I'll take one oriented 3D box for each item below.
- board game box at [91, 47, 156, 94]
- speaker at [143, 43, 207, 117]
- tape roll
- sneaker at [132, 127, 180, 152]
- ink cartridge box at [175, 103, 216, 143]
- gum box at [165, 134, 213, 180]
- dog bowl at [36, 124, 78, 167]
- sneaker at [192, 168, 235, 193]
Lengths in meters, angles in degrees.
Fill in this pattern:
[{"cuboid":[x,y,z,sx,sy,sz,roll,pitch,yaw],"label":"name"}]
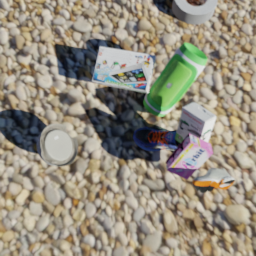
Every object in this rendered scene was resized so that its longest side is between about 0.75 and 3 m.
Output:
[{"cuboid":[-0.177,-2.244,10.821,2.259,0.391,1.426,13,89,12],"label":"board game box"},{"cuboid":[1.709,-1.738,10.587,1.236,2.796,1.236,23,35,-17],"label":"speaker"},{"cuboid":[3.125,-5.893,13.191,2.009,0.664,2.009,0,70,-1],"label":"tape roll"},{"cuboid":[1.500,0.412,10.717,2.687,1.054,1.012,8,70,3],"label":"sneaker"},{"cuboid":[2.262,0.010,9.564,0.603,1.430,1.045,-24,46,-32],"label":"ink cartridge box"},{"cuboid":[1.948,0.995,9.214,0.850,1.497,0.495,25,34,-13],"label":"gum box"},{"cuboid":[-2.568,0.653,10.082,0.459,1.565,1.565,-20,64,40],"label":"dog bowl"},{"cuboid":[2.639,1.628,9.041,1.560,0.591,0.718,3,38,-27],"label":"sneaker"}]
